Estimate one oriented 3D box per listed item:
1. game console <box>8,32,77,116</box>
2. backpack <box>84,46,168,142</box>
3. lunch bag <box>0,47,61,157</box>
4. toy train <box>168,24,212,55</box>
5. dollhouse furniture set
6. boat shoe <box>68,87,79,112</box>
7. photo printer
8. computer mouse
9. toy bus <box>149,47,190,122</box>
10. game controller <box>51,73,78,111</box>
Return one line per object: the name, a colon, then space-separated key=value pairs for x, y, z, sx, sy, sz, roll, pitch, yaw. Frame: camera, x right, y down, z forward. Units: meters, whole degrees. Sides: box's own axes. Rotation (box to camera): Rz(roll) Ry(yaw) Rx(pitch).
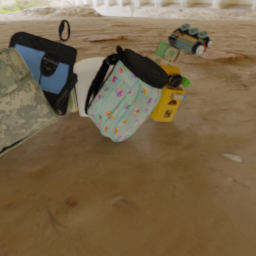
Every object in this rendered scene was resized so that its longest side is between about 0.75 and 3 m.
game console: x=-3.202 y=-1.953 z=10.142 sx=2.395 sy=2.708 sz=0.420 roll=11 pitch=-9 yaw=-18
backpack: x=-0.100 y=-0.931 z=8.868 sx=1.728 sy=2.729 sz=2.278 roll=49 pitch=22 yaw=28
lunch bag: x=-3.581 y=-0.485 z=7.555 sx=2.826 sy=2.370 sz=1.969 roll=-34 pitch=20 yaw=-10
toy train: x=2.055 y=-2.918 z=9.382 sx=0.853 sy=0.638 sz=1.496 roll=-43 pitch=52 yaw=-8
dollhouse furniture set: x=1.325 y=-2.465 z=10.550 sx=0.884 sy=1.349 sz=0.677 roll=21 pitch=57 yaw=-5
boat shoe: x=-2.198 y=-1.727 z=11.597 sx=0.688 sy=2.211 sz=0.825 roll=-4 pitch=-12 yaw=-35
photo printer: x=-1.079 y=-1.502 z=10.519 sx=1.842 sy=2.214 sz=0.769 roll=3 pitch=24 yaw=17
computer mouse: x=-2.186 y=-2.376 z=8.400 sx=0.526 sy=1.793 sz=0.305 roll=23 pitch=1 yaw=-33
toy bus: x=1.463 y=-1.324 z=10.262 sx=2.171 sy=2.301 sz=1.189 roll=-37 pitch=46 yaw=-2
game controller: x=-2.077 y=-1.059 z=8.761 sx=0.329 sy=1.563 sz=0.815 roll=42 pitch=40 yaw=-5
